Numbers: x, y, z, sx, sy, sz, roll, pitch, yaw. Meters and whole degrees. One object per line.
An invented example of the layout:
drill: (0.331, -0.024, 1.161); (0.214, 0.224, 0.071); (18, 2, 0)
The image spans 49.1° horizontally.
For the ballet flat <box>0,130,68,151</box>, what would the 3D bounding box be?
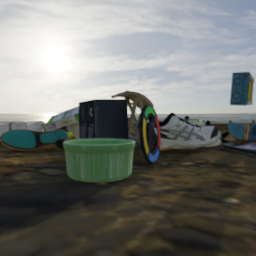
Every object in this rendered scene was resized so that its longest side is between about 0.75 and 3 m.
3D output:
ballet flat: (-3.331, 0.504, 10.031); (2.352, 0.829, 0.768); (2, -26, -30)

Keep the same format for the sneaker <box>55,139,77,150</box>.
sneaker: (-1.999, 0.584, 9.921); (1.131, 0.400, 0.552); (3, 3, 7)

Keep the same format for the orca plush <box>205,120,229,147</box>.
orca plush: (3.677, 0.181, 12.075); (1.517, 1.025, 2.883); (2, 3, 43)

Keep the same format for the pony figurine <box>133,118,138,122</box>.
pony figurine: (0.397, 0.059, 16.594); (1.273, 1.098, 1.319); (-12, 30, -33)

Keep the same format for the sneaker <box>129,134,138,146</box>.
sneaker: (0.320, 0.587, 11.056); (1.145, 0.433, 0.441); (9, 39, 41)

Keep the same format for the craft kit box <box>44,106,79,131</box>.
craft kit box: (-3.176, -0.539, 14.450); (1.963, 0.482, 1.988); (-17, 17, 0)

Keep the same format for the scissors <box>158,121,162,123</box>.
scissors: (1.793, -0.197, 12.259); (1.234, 0.086, 0.452); (8, 5, -33)

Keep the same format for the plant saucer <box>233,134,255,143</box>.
plant saucer: (5.652, 0.496, 11.864); (2.364, 0.407, 2.364); (1, 3, 0)

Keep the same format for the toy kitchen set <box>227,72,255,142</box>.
toy kitchen set: (4.849, -0.670, 9.203); (2.981, 2.388, 1.756); (6, 1, 33)

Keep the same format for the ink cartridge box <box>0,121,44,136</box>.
ink cartridge box: (-5.407, 0.144, 13.843); (1.994, 0.827, 1.464); (-4, 2, 17)

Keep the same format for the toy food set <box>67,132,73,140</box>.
toy food set: (-3.303, 0.433, 12.444); (2.470, 0.496, 1.705); (0, 2, 8)

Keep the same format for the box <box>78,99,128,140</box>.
box: (-0.741, 0.026, 7.996); (0.967, 1.619, 1.646); (-4, 4, -24)

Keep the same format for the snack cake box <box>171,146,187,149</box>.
snack cake box: (1.556, 0.298, 11.286); (1.462, 0.854, 2.542); (-2, 3, -11)

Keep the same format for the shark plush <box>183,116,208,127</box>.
shark plush: (2.441, 0.224, 11.859); (0.990, 0.907, 2.178); (21, -18, -13)

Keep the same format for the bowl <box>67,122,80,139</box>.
bowl: (-2.372, 0.089, 15.215); (2.118, 0.952, 2.118); (-1, 3, 0)

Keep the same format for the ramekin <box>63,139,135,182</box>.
ramekin: (-0.566, 0.606, 5.547); (1.412, 0.689, 1.412); (0, 2, 0)

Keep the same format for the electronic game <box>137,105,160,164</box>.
electronic game: (0.557, 0.155, 6.981); (0.307, 1.475, 1.475); (-5, 0, 22)

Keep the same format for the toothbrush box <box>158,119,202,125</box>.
toothbrush box: (2.781, 0.034, 15.197); (2.293, 0.987, 1.669); (2, -2, 19)

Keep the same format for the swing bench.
swing bench: (0.168, -0.399, 10.823); (1.321, 2.036, 2.025); (-4, 5, -11)

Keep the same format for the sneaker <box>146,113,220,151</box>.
sneaker: (1.722, 0.053, 9.114); (2.630, 1.153, 0.995); (-6, 7, -6)

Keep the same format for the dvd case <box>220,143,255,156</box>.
dvd case: (4.666, 0.700, 9.041); (2.163, 0.232, 2.909); (0, 3, -8)

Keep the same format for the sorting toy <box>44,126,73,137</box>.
sorting toy: (-3.672, 0.201, 16.206); (2.271, 0.932, 1.364); (-19, 0, -44)
